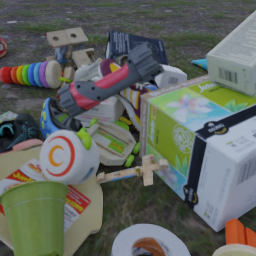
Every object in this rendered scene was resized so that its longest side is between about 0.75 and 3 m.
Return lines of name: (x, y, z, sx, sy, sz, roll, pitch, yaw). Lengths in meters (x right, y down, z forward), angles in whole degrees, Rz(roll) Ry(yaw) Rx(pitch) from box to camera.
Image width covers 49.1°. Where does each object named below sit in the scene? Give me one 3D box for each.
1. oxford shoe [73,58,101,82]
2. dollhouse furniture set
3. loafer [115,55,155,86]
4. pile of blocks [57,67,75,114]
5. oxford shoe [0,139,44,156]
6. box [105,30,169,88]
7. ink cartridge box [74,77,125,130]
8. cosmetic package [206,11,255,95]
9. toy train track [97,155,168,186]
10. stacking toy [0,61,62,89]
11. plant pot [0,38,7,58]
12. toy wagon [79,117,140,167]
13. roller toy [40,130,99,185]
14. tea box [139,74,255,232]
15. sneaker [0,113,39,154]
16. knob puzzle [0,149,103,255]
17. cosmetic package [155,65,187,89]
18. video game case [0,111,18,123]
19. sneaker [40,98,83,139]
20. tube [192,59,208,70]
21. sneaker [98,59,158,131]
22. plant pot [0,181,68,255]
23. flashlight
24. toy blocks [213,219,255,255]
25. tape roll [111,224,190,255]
oxford shoe: (-1.550, -1.876, 9.765, 1.904, 0.550, 0.716, -22, 12, 21)
dollhouse furniture set: (-2.418, -2.820, 12.131, 1.630, 1.639, 2.326, -19, 68, -25)
loafer: (0.483, -1.548, 9.401, 0.917, 0.849, 2.438, -35, 84, -30)
pile of blocks: (-2.064, -1.198, 8.962, 0.485, 1.562, 0.641, 11, 19, 6)
oxford shoe: (-2.835, 1.189, 6.328, 1.066, 1.022, 2.888, 28, 43, 30)
box: (0.276, -2.759, 11.222, 2.287, 1.224, 1.697, 8, 47, -11)
ink cartridge box: (-0.917, -0.831, 9.431, 1.442, 0.829, 2.463, 8, 35, 11)
cosmetic package: (3.130, -1.951, 6.786, 2.367, 0.841, 1.245, -41, 46, -17)
toy train track: (0.068, 0.941, 6.373, 1.669, 0.272, 0.957, -15, 33, 9)
stacking toy: (-4.037, -2.169, 11.304, 2.538, 1.084, 1.084, 3, 34, 11)
plant pot: (-6.761, -4.089, 13.989, 1.089, 1.195, 1.195, 30, 43, 22)
toy wagon: (-0.412, 0.289, 7.817, 1.565, 0.399, 2.017, 30, 31, 5)
roller toy: (-1.232, 0.645, 5.991, 1.219, 1.112, 0.851, 0, -9, 27)
tea box: (2.265, 0.231, 6.814, 2.989, 1.997, 2.940, -20, 38, -27)
sneaker: (-3.138, 0.118, 7.945, 0.904, 0.951, 2.399, -7, 33, -4)
knob puzzle: (-1.725, 1.450, 6.046, 2.953, 0.409, 2.953, 17, 36, -13)
cosmetic package: (1.291, -1.553, 8.675, 0.749, 0.591, 1.393, 12, 18, -3)
video game case: (-4.012, -0.208, 9.172, 0.842, 0.102, 0.925, 22, 40, 28)
sneaker: (-1.913, 0.006, 8.247, 1.037, 0.887, 2.502, -4, 38, -36)
tube: (3.843, -2.785, 12.651, 0.862, 0.561, 2.225, -5, 29, -21)
sneaker: (0.240, -1.144, 8.313, 2.661, 1.199, 0.997, 52, 44, -4)
plant pot: (-1.520, 1.641, 4.691, 1.176, 1.176, 1.117, -9, 57, -13)
flashlight: (-0.548, -1.335, 7.734, 2.897, 0.981, 0.984, -28, 60, 19)
toy blocks: (2.662, 2.227, 4.790, 2.314, 1.008, 2.777, 8, 31, 18)
tape roll: (0.374, 2.340, 4.875, 1.377, 0.455, 1.377, 8, 26, -4)
